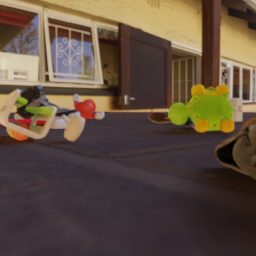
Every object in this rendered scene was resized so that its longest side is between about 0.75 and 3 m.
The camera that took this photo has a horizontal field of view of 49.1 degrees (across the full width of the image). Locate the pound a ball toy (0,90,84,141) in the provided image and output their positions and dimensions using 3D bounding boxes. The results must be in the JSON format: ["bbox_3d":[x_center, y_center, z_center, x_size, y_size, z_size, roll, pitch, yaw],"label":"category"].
[{"bbox_3d":[-1.922,-0.083,5.809,1.344,0.876,2.061,27,-9,-27],"label":"pound a ball toy"}]

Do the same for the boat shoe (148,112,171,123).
[{"bbox_3d":[1.430,-0.384,11.826,1.255,0.463,0.464,5,-10,-11],"label":"boat shoe"}]

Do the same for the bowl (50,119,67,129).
[{"bbox_3d":[-2.226,-0.137,8.975,0.771,0.288,0.770,-6,6,-43],"label":"bowl"}]

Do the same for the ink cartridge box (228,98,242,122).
[{"bbox_3d":[5.038,-0.877,13.500,0.466,1.100,0.795,-3,5,-34],"label":"ink cartridge box"}]

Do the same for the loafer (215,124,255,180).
[{"bbox_3d":[1.073,0.250,2.228,0.565,0.645,1.796,-18,-6,11],"label":"loafer"}]

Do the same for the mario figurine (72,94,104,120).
[{"bbox_3d":[-2.227,-1.172,15.549,1.686,1.447,2.731,0,3,-12],"label":"mario figurine"}]

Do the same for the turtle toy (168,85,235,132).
[{"bbox_3d":[1.993,-0.437,7.609,1.793,1.307,0.906,0,-16,-3],"label":"turtle toy"}]

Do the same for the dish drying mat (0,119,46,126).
[{"bbox_3d":[-3.678,-0.208,10.221,2.407,0.219,0.924,-2,0,-38],"label":"dish drying mat"}]

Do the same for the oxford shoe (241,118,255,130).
[{"bbox_3d":[1.792,0.094,3.957,0.490,0.490,1.375,12,8,11],"label":"oxford shoe"}]

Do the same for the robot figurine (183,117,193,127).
[{"bbox_3d":[2.289,-0.436,8.791,1.068,0.887,1.421,6,4,2],"label":"robot figurine"}]

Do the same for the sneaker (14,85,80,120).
[{"bbox_3d":[-3.554,-1.057,12.207,2.878,1.638,1.086,0,4,4],"label":"sneaker"}]
